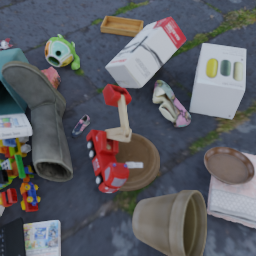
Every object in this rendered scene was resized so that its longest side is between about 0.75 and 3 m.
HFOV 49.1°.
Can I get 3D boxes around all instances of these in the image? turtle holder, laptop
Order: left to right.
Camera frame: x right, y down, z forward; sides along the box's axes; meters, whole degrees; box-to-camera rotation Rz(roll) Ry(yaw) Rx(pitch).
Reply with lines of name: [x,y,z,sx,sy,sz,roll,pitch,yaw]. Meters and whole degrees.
laptop: [-3.337,3.094,5.851,2.157,1.114,1.912,-27,57,10]
turtle holder: [-2.409,-2.602,10.112,0.969,1.275,0.906,-9,47,33]

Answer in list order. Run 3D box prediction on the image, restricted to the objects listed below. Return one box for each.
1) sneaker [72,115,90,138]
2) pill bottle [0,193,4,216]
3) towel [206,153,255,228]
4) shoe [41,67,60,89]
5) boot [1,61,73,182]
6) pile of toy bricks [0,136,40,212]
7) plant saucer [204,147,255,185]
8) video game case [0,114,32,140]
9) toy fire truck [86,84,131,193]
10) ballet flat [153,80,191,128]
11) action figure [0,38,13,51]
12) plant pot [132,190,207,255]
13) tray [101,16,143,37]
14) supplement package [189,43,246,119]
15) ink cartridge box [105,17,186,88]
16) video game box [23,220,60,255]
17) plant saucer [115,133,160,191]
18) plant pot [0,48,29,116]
sneaker: [-1.482,-0.075,8.607,0.286,0.334,0.814,23,58,15]
pill bottle: [-4.075,1.731,6.928,1.798,0.998,0.998,22,58,14]
towel: [3.272,1.564,7.312,2.195,0.354,2.096,13,52,12]
shoe: [-2.587,-1.501,9.470,0.700,0.550,1.538,-28,55,-12]
boot: [-2.442,-0.154,7.564,1.007,2.524,2.777,-24,50,23]
pile of toy bricks: [-3.196,1.243,7.372,1.095,1.230,2.218,-30,65,20]
plant saucer: [2.589,1.007,7.251,1.283,0.221,1.283,4,40,-3]
video game case: [-3.647,-0.011,7.275,2.002,0.261,2.199,-7,15,-23]
toy fire truck: [-0.382,0.250,7.217,0.582,1.684,2.388,10,46,-37]
ballet flat: [1.220,-0.794,8.902,0.691,0.671,1.942,-17,59,-26]
action figure: [-5.331,-2.832,10.349,2.095,1.403,1.560,-22,14,-28]
plant pot: [0.891,2.148,6.290,1.343,1.547,1.547,-4,49,33]
tray: [-0.241,-4.162,11.509,1.604,0.297,0.791,11,56,8]
supplement package: [2.857,-1.501,8.947,1.396,1.386,1.840,11,56,10]
ink cartridge box: [0.520,-2.392,9.106,2.228,0.933,1.608,-48,24,-11]
video game box: [-2.222,2.825,6.603,1.215,0.284,1.107,-6,58,-4]
plant saucer: [-0.023,0.875,7.988,1.888,0.278,1.888,1,55,-1]
plant pot: [-3.941,-1.576,8.927,1.391,1.392,1.969,-5,49,13]
